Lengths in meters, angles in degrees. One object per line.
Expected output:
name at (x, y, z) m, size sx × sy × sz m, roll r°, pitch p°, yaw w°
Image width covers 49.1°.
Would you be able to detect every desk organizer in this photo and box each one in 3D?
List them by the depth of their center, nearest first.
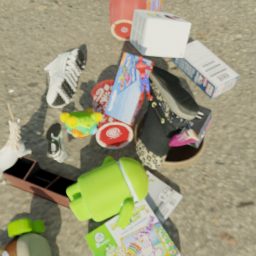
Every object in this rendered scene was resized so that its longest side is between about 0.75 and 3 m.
desk organizer at (-2.693, 1.692, 8.935) m, size 2.365 × 0.911 × 0.848 m, roll 17°, pitch 57°, yaw 12°

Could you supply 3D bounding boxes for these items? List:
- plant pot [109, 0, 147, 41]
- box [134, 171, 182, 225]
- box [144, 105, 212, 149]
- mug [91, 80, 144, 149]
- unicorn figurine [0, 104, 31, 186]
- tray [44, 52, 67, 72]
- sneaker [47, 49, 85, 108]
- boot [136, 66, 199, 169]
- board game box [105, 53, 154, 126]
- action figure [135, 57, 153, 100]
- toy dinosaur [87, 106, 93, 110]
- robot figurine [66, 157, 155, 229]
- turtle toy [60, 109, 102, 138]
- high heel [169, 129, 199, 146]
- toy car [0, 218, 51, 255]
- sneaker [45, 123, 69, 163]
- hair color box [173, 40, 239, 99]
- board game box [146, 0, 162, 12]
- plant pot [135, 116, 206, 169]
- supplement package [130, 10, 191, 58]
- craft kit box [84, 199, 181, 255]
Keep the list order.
plant pot at (-0.074, -5.023, 12.775) m, size 1.828 × 1.828 × 1.617 m, roll 5°, pitch 66°, yaw 3°
box at (0.839, 2.205, 8.955) m, size 1.408 × 0.290 × 1.098 m, roll 34°, pitch 63°, yaw 20°
box at (1.622, -0.297, 9.058) m, size 1.845 × 0.979 × 1.128 m, roll 27°, pitch 82°, yaw 23°
mug at (-0.439, -0.612, 9.474) m, size 1.456 × 1.937 × 2.182 m, roll 19°, pitch 37°, yaw -22°
unicorn figurine at (-3.711, 0.819, 8.650) m, size 0.926 × 1.723 × 2.509 m, roll 22°, pitch 66°, yaw 3°
tray at (-3.007, -2.843, 12.563) m, size 0.766 × 0.158 × 1.427 m, roll 29°, pitch 60°, yaw 19°
sneaker at (-2.741, -2.021, 11.531) m, size 1.192 × 1.105 × 2.942 m, roll 3°, pitch 54°, yaw 18°
boot at (0.802, -0.459, 8.520) m, size 1.081 × 2.262 × 2.995 m, roll 12°, pitch 31°, yaw -24°
board game box at (0.006, -1.102, 7.957) m, size 0.957 × 1.858 × 0.181 m, roll 25°, pitch 14°, yaw 27°
action figure at (0.447, -1.386, 7.486) m, size 0.378 × 1.158 × 0.573 m, roll 1°, pitch 34°, yaw 21°
toy dinosaur at (-1.701, -0.473, 10.746) m, size 0.617 × 0.351 × 1.161 m, roll 35°, pitch 43°, yaw 17°
robot figurine at (-0.482, 1.733, 8.028) m, size 2.400 × 1.388 × 2.105 m, roll -24°, pitch 39°, yaw -7°
turtle toy at (-1.498, -0.124, 8.626) m, size 1.099 × 0.762 × 1.508 m, roll -10°, pitch 17°, yaw -29°
high heel at (1.478, 0.317, 7.354) m, size 0.532 × 1.109 × 0.374 m, roll -35°, pitch 75°, yaw 24°
toy car at (-3.232, 3.590, 7.333) m, size 2.100 × 1.657 × 1.725 m, roll -20°, pitch 67°, yaw 0°
sneaker at (-2.275, 0.539, 9.102) m, size 0.525 × 0.800 × 1.391 m, roll -16°, pitch 48°, yaw 5°
hair color box at (3.230, -2.537, 11.954) m, size 1.309 × 0.792 × 2.617 m, roll -27°, pitch 59°, yaw -18°
board game box at (1.152, -6.788, 14.836) m, size 0.935 × 0.935 × 0.934 m, roll -29°, pitch 60°, yaw -19°
plant pot at (1.390, 0.517, 9.611) m, size 2.345 × 1.082 × 2.345 m, roll -1°, pitch 52°, yaw 1°
supplement package at (1.219, -3.803, 11.252) m, size 1.782 × 1.370 × 1.863 m, roll 0°, pitch 32°, yaw -17°
craft kit box at (0.158, 3.415, 7.863) m, size 2.066 × 0.501 × 2.041 m, roll -30°, pitch 61°, yaw -13°
